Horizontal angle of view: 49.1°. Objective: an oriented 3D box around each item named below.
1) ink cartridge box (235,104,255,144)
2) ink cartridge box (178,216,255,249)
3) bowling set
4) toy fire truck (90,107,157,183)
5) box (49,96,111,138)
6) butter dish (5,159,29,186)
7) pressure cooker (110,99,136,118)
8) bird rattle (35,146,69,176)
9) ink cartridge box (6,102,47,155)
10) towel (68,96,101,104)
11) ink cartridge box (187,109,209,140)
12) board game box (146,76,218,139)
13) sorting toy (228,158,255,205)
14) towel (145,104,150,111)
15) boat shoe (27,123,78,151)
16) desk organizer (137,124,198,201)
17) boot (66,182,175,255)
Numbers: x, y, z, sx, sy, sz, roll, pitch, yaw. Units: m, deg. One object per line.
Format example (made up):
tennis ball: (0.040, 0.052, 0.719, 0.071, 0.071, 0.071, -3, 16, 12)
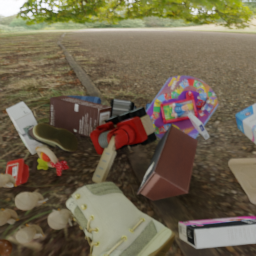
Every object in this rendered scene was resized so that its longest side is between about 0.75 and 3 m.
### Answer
ink cartridge box: (5.024, -0.018, 9.867, 1.432, 0.839, 1.982, -28, 38, -1)
ink cartridge box: (2.393, 2.204, 6.024, 2.397, 0.444, 1.135, 0, -12, -6)
bowling set: (-2.457, 2.050, 6.272, 2.122, 1.477, 1.139, 34, -9, 6)
toy fire truck: (-0.523, 0.566, 8.892, 2.406, 1.548, 2.118, -27, 9, -39)
box: (-1.953, -0.463, 11.151, 2.462, 1.233, 0.923, 15, 17, 29)
butter dish: (-3.182, 1.363, 8.222, 0.771, 0.773, 0.572, -14, -26, 30)
pressure cooker: (-0.183, -0.612, 11.643, 1.247, 1.114, 1.096, 6, 41, -7)
bird rattle: (-2.454, 1.006, 8.666, 1.192, 0.971, 0.671, 14, 47, 47)
ink cartridge box: (-3.534, -0.002, 9.785, 0.636, 1.514, 1.105, -31, 38, -22)
towel: (-2.208, -1.091, 13.334, 1.721, 0.418, 0.961, 5, 49, 9)
ink cartridge box: (2.220, -0.115, 9.077, 0.182, 0.827, 0.843, -39, 44, 3)
board game box: (1.927, -0.754, 10.350, 2.147, 2.717, 0.529, 35, -3, 16)
sorting toy: (4.065, 1.519, 8.156, 1.760, 0.347, 1.901, -3, 27, 1)
towel: (1.654, -0.844, 13.051, 1.678, 0.407, 0.937, 2, 26, 4)
boat shoe: (-2.526, 0.344, 9.504, 0.627, 0.682, 1.909, -9, -23, 32)
desk organizer: (1.250, 1.048, 8.187, 1.016, 0.947, 2.640, 31, 34, 1)
boot: (-0.649, 2.179, 5.408, 2.712, 0.977, 2.097, -20, 45, -43)
